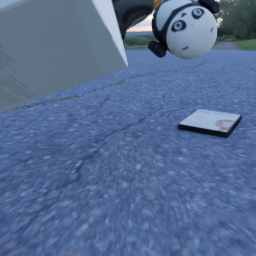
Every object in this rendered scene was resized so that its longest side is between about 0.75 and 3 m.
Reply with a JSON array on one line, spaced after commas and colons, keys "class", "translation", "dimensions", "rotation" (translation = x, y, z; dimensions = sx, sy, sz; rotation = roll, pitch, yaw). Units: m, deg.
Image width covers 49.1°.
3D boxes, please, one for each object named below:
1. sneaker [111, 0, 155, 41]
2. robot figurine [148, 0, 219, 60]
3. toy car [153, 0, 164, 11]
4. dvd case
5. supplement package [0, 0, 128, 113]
[{"class": "sneaker", "translation": [-0.541, -1.921, 6.307], "dimensions": [2.875, 1.205, 1.103], "rotation": [-35, -14, 10]}, {"class": "robot figurine", "translation": [1.280, -2.447, 6.764], "dimensions": [1.237, 1.489, 1.982], "rotation": [2, 34, -19]}, {"class": "toy car", "translation": [1.174, -4.324, 9.477], "dimensions": [0.986, 1.454, 2.964], "rotation": [37, 16, -18]}, {"class": "dvd case", "translation": [2.517, -0.194, 8.425], "dimensions": [1.404, 0.173, 1.967], "rotation": [11, 21, 29]}, {"class": "supplement package", "translation": [-1.860, -1.987, 4.834], "dimensions": [2.919, 2.199, 2.215], "rotation": [-17, -21, 10]}]
